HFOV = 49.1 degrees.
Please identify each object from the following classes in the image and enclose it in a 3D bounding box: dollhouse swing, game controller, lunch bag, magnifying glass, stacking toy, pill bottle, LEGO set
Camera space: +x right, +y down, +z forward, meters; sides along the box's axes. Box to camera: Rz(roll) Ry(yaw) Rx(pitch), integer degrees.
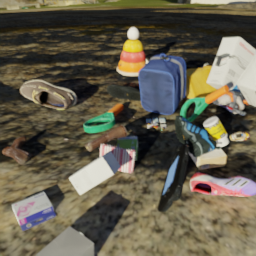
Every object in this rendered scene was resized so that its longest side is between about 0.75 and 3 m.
[{"bbox_3d":[3.278,-2.207,14.050,1.856,1.686,1.631,-24,6,-29],"label":"dollhouse swing"},{"bbox_3d":[1.238,1.337,7.658,0.435,1.077,2.065,34,36,-3],"label":"game controller"},{"bbox_3d":[1.501,-1.960,11.877,1.633,2.404,1.590,16,44,25],"label":"lunch bag"},{"bbox_3d":[2.828,-0.943,10.716,0.273,2.437,0.970,22,60,-24],"label":"magnifying glass"},{"bbox_3d":[0.277,-4.423,16.096,1.904,2.606,1.904,0,29,0],"label":"stacking toy"},{"bbox_3d":[2.898,0.147,9.149,0.521,0.936,0.521,-32,14,9],"label":"pill bottle"},{"bbox_3d":[-0.814,-0.436,11.097,1.147,0.323,2.882,-3,18,21],"label":"magnifying glass"},{"bbox_3d":[1.123,-0.184,11.127,0.771,0.253,1.032,-1,29,0],"label":"LEGO set"}]

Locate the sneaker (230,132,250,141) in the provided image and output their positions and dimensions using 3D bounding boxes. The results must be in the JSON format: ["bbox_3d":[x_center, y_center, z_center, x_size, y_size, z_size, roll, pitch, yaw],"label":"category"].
[{"bbox_3d":[4.081,0.306,10.041,0.808,0.364,0.303,-8,75,-16],"label":"sneaker"}]

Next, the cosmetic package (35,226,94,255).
[{"bbox_3d":[-1.417,2.776,5.637,0.767,0.647,1.436,22,34,32],"label":"cosmetic package"}]

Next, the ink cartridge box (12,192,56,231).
[{"bbox_3d":[-2.422,2.115,7.198,0.877,0.194,0.894,-18,33,-30],"label":"ink cartridge box"}]

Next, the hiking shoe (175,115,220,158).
[{"bbox_3d":[2.156,0.230,9.199,0.829,0.711,1.912,-10,41,-13],"label":"hiking shoe"}]

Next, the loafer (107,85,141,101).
[{"bbox_3d":[-0.110,-1.670,13.345,1.850,0.628,0.649,15,21,14],"label":"loafer"}]

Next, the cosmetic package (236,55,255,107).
[{"bbox_3d":[5.661,-1.575,10.243,2.261,1.865,1.864,36,3,42],"label":"cosmetic package"}]

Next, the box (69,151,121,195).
[{"bbox_3d":[-0.891,1.213,7.621,1.166,0.568,0.725,-34,-1,16],"label":"box"}]

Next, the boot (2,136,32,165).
[{"bbox_3d":[-3.514,0.747,9.396,1.070,0.344,0.997,16,47,32],"label":"boot"}]

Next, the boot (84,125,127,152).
[{"bbox_3d":[-0.749,0.375,9.069,1.291,0.415,1.203,-24,-2,-23],"label":"boot"}]

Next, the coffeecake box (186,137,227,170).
[{"bbox_3d":[2.528,0.801,9.205,0.891,0.424,1.161,-7,32,-9],"label":"coffeecake box"}]

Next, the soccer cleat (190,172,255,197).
[{"bbox_3d":[2.583,1.637,7.618,1.785,0.595,0.683,7,28,19],"label":"soccer cleat"}]

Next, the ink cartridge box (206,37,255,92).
[{"bbox_3d":[4.839,-2.831,13.085,1.635,2.254,0.944,19,2,-36],"label":"ink cartridge box"}]

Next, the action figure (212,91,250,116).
[{"bbox_3d":[4.618,-1.364,12.332,2.069,1.119,2.139,-10,26,-32],"label":"action figure"}]

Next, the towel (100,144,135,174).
[{"bbox_3d":[-0.348,0.934,8.546,1.088,0.796,0.163,11,24,10],"label":"towel"}]

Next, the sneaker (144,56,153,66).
[{"bbox_3d":[1.237,-2.961,14.811,0.904,1.379,2.396,34,24,15],"label":"sneaker"}]

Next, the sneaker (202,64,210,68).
[{"bbox_3d":[4.452,-3.136,16.050,0.738,0.639,1.686,34,44,20],"label":"sneaker"}]

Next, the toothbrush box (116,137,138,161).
[{"bbox_3d":[-0.034,0.687,9.415,0.677,0.400,0.930,-3,31,5],"label":"toothbrush box"}]

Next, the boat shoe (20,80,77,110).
[{"bbox_3d":[-3.753,-1.451,12.599,2.823,1.014,0.840,16,30,15],"label":"boat shoe"}]
